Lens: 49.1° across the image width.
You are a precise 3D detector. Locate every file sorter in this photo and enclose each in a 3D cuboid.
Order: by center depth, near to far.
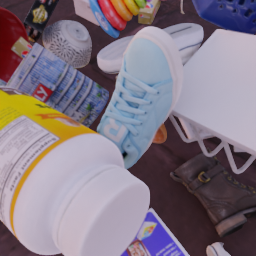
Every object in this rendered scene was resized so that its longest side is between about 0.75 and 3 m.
[{"bbox_3d":[2.355,-0.199,5.026,2.005,1.799,2.889,-47,45,-10],"label":"file sorter"}]

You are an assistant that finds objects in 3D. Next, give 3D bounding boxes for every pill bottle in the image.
[{"bbox_3d":[-1.119,0.527,3.674,2.768,1.512,1.512,27,56,33],"label":"pill bottle"}]

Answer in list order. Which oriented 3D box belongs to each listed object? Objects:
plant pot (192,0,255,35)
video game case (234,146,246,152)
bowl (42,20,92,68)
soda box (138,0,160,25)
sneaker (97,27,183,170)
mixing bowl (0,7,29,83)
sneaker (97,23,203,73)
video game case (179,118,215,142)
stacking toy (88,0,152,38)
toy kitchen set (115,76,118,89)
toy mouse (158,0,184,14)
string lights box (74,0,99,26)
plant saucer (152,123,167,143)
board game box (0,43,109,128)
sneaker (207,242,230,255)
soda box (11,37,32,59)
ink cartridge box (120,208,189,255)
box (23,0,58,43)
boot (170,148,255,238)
[{"bbox_3d":[2.655,-3.534,6.784,1.784,1.604,1.783,11,54,-27],"label":"plant pot"},{"bbox_3d":[2.376,-0.170,5.215,0.873,0.110,1.219,0,83,-4],"label":"video game case"},{"bbox_3d":[-1.617,-2.590,8.134,1.552,0.728,1.552,20,54,-30],"label":"bowl"},{"bbox_3d":[0.963,-5.296,12.424,0.577,0.545,1.704,14,54,11],"label":"soda box"},{"bbox_3d":[0.058,-0.141,4.533,1.048,2.835,1.161,27,48,15],"label":"sneaker"},{"bbox_3d":[-3.656,-1.905,6.648,1.233,2.276,2.276,29,57,20],"label":"mixing bowl"},{"bbox_3d":[0.543,-1.350,5.458,2.421,0.857,0.884,-22,40,-25],"label":"sneaker"},{"bbox_3d":[2.377,-0.447,8.826,1.606,0.202,1.765,-12,52,-9],"label":"video game case"},{"bbox_3d":[0.184,-3.519,7.291,2.292,1.330,1.258,-24,38,20],"label":"stacking toy"},{"bbox_3d":[0.510,-2.044,9.078,1.910,1.723,1.558,-2,50,5],"label":"toy kitchen set"},{"bbox_3d":[1.378,-4.531,8.641,2.489,0.482,2.212,-21,92,18],"label":"toy mouse"},{"bbox_3d":[-0.810,-5.894,12.672,1.535,0.881,2.987,36,60,25],"label":"string lights box"},{"bbox_3d":[0.316,-0.130,6.123,1.260,1.260,0.236,27,69,20],"label":"plant saucer"},{"bbox_3d":[-1.929,-0.377,5.508,2.246,2.247,0.693,31,28,-24],"label":"board game box"},{"bbox_3d":[2.119,2.983,6.022,0.415,0.393,1.030,-9,53,-19],"label":"sneaker"},{"bbox_3d":[-2.293,-1.701,6.696,0.295,0.921,0.312,-39,31,19],"label":"soda box"},{"bbox_3d":[0.131,2.095,3.669,1.559,0.341,1.574,-34,38,-9],"label":"ink cartridge box"},{"bbox_3d":[-2.201,-3.478,7.644,0.491,1.698,2.136,27,85,-24],"label":"box"},{"bbox_3d":[2.540,1.318,7.029,2.397,0.830,2.086,-22,56,-14],"label":"boot"}]
